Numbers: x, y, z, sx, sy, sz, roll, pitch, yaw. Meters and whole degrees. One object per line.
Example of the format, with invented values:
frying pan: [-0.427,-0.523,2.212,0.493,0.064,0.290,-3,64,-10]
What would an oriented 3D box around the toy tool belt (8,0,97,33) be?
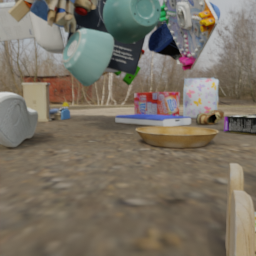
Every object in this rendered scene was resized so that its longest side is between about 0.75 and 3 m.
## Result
toy tool belt: [-1.665,-2.656,6.236,1.208,1.189,1.935,17,5,38]

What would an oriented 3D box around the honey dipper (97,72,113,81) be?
honey dipper: [-1.039,-2.150,11.248,0.357,0.357,1.881,-3,1,-31]

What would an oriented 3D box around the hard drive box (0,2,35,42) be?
hard drive box: [-4.564,-4.159,10.967,1.648,1.284,0.633,-7,40,-6]

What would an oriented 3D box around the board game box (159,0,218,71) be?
board game box: [1.137,-2.387,6.013,0.232,1.794,1.795,-20,-15,-10]

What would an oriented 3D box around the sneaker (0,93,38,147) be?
sneaker: [-2.852,-0.242,5.617,1.569,0.979,2.660,13,-6,-8]

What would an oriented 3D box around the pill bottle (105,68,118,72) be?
pill bottle: [-0.553,-3.007,9.589,1.120,1.981,1.120,7,-12,2]

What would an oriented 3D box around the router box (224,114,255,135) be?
router box: [3.849,-0.116,7.872,1.883,0.481,1.404,-4,7,-36]

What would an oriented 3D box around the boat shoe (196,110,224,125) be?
boat shoe: [3.137,-0.341,10.373,1.407,0.532,0.520,-14,18,-35]

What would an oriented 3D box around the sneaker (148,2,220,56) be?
sneaker: [1.696,-2.741,8.018,1.007,0.907,2.586,3,-5,-33]

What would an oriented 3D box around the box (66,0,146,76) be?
box: [-0.407,-3.056,7.776,2.002,2.697,1.444,15,15,-3]

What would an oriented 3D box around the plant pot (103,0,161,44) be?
plant pot: [0.137,-2.121,5.185,0.994,0.994,0.797,-3,9,-26]

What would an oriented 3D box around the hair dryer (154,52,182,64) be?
hair dryer: [2.019,-3.287,11.913,1.799,0.642,2.362,26,25,-2]

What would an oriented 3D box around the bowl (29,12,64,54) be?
bowl: [-2.699,-3.537,9.158,0.851,2.277,2.281,-13,19,-12]

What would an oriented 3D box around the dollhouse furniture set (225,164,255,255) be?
dollhouse furniture set: [1.249,0.271,1.438,1.411,0.999,1.536,1,6,17]

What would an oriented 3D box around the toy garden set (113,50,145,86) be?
toy garden set: [-0.397,-2.953,11.203,2.109,1.758,0.421,39,-27,-17]

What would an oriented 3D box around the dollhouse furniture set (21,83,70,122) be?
dollhouse furniture set: [-4.116,-1.183,12.906,2.337,1.615,2.476,1,5,7]

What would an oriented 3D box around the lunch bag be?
lunch bag: [3.559,-1.442,13.726,1.661,1.959,1.245,1,6,15]

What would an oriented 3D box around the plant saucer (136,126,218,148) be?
plant saucer: [0.997,0.182,5.837,1.682,0.298,1.682,0,6,0]

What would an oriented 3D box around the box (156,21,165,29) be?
box: [1.904,-4.618,13.359,1.149,0.906,0.293,9,35,15]

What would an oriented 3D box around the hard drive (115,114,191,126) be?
hard drive: [0.908,-0.308,10.666,1.603,0.308,2.429,-5,8,-42]

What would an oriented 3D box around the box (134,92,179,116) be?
box: [1.338,-1.103,13.740,1.226,1.281,2.569,-2,6,-23]

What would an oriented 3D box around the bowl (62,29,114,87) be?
bowl: [-1.021,-1.731,6.500,0.716,1.368,1.368,24,-10,-36]
